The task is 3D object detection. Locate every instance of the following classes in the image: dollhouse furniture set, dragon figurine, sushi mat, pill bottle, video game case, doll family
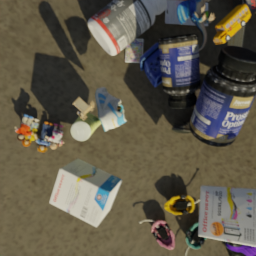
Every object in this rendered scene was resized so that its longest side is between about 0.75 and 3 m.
[{"bbox_3d":[-1.089,-0.504,6.888,0.338,0.763,0.395,42,74,3],"label":"dollhouse furniture set"},{"bbox_3d":[1.852,-3.339,8.043,0.643,1.086,2.185,-20,112,-35],"label":"dragon figurine"},{"bbox_3d":[4.234,-3.482,11.025,0.577,0.073,1.206,9,86,0],"label":"sushi mat"},{"bbox_3d":[2.733,-0.861,7.873,1.451,1.451,2.595,10,127,1],"label":"pill bottle"},{"bbox_3d":[1.603,-1.725,8.598,1.179,1.179,2.109,-8,108,-1],"label":"pill bottle"},{"bbox_3d":[0.239,-3.032,10.986,0.683,0.086,0.953,3,86,0],"label":"video game case"},{"bbox_3d":[-0.004,-4.079,10.316,2.708,1.569,1.569,-40,87,-4],"label":"pill bottle"},{"bbox_3d":[-3.320,0.304,10.512,1.830,0.825,1.136,17,79,-16],"label":"doll family"}]

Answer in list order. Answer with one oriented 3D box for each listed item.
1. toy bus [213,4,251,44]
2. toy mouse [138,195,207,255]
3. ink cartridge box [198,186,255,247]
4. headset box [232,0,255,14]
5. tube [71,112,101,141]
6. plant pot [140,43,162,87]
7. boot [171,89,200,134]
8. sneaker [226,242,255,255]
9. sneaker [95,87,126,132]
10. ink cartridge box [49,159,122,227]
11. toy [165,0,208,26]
[{"bbox_3d":[2.481,-2.490,6.779,1.053,0.343,0.412,-43,116,-10],"label":"toy bus"},{"bbox_3d":[1.883,3.756,10.276,2.828,0.547,2.513,-11,86,0],"label":"toy mouse"},{"bbox_3d":[2.959,2.327,7.379,1.848,1.337,1.360,-3,70,34],"label":"ink cartridge box"},{"bbox_3d":[5.049,-5.516,10.308,2.822,1.090,2.100,-17,111,-2],"label":"headset box"},{"bbox_3d":[-1.211,-0.165,8.276,0.551,2.122,0.616,-18,101,6],"label":"tube"},{"bbox_3d":[1.098,-2.384,10.420,1.194,1.194,1.074,-42,81,-3],"label":"plant pot"},{"bbox_3d":[2.500,-0.659,10.583,1.921,0.665,1.672,-4,85,-10],"label":"boot"},{"bbox_3d":[4.564,4.391,10.208,2.030,0.706,1.010,-1,90,5],"label":"sneaker"},{"bbox_3d":[-0.551,-0.644,8.632,0.762,0.722,1.886,-18,43,1],"label":"sneaker"},{"bbox_3d":[-1.232,1.839,8.222,1.591,1.151,1.171,24,105,11],"label":"ink cartridge box"},{"bbox_3d":[2.256,-4.412,10.931,1.674,0.395,0.964,2,83,0],"label":"toy"}]
